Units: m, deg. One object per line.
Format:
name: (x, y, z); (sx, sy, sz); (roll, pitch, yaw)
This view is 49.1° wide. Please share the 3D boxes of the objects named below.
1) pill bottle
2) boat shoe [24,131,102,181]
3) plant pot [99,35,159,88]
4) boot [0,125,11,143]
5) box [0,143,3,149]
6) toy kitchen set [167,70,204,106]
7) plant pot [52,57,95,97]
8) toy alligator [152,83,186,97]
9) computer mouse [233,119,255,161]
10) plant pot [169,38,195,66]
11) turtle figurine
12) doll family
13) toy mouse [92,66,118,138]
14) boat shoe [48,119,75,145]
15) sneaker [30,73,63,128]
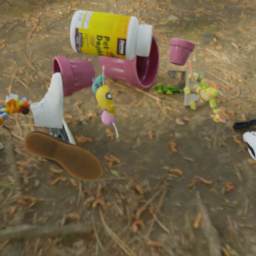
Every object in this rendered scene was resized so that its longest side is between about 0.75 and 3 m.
pill bottle: (-0.602, -3.506, 10.745); (2.934, 1.603, 1.603); (9, 48, 5)
boat shoe: (-1.752, 0.728, 7.749); (2.246, 0.790, 0.791); (32, 83, -13)
plant pot: (-0.027, -3.378, 14.137); (2.395, 2.675, 2.675); (8, 46, 29)
boot: (-4.617, -0.799, 8.631); (2.651, 0.959, 2.205); (19, 47, -10)
box: (-5.984, 0.982, 11.121); (0.625, 0.752, 1.829); (25, 50, 22)
toy kitchen set: (2.704, -2.001, 13.943); (1.532, 1.694, 1.878); (4, 7, -1)
plant pot: (-2.023, -1.990, 10.613); (1.327, 1.483, 1.483); (-13, 48, -26)
toy alligator: (1.528, -1.306, 10.063); (1.313, 0.316, 0.435); (8, 56, 7)
computer mouse: (5.343, 0.449, 11.783); (1.215, 0.486, 2.216); (-5, 47, -6)
plant pot: (1.862, -2.701, 10.134); (0.902, 0.808, 0.902); (16, 7, -2)
turtle figurine: (2.401, -1.160, 8.986); (0.702, 1.757, 2.179); (-36, 97, -5)
doll family: (-3.098, -0.390, 7.056); (1.331, 0.600, 0.826); (-37, 42, 1)
toy mouse: (-0.783, -0.841, 8.992); (0.445, 2.300, 2.044); (-17, 17, -7)
boat shoe: (-2.846, 0.259, 11.749); (0.875, 0.929, 2.588); (-28, 50, -12)
sneaker: (-2.809, -0.929, 9.604); (1.107, 1.916, 0.706); (0, 10, -16)
